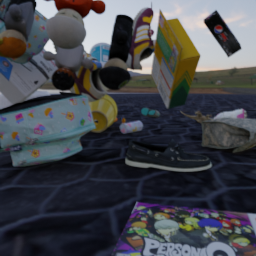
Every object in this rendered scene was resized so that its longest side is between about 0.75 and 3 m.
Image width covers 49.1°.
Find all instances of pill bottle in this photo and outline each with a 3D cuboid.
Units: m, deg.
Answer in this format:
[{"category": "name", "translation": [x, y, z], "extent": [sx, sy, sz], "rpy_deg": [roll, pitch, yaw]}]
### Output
[{"category": "pill bottle", "translation": [-1.163, -2.758, 12.789], "extent": [1.288, 1.288, 2.325], "rpy_deg": [-1, 49, -4]}]

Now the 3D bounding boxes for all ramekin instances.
[{"category": "ramekin", "translation": [-5.569, -1.223, 15.292], "extent": [2.942, 1.544, 2.942], "rpy_deg": [0, 10, 0]}]

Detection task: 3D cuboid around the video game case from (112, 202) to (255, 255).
[{"category": "video game case", "translation": [0.815, 1.419, 3.236], "extent": [1.833, 0.328, 1.661], "rpy_deg": [2, 10, 14]}]

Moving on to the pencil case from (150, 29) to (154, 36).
[{"category": "pencil case", "translation": [0.734, -4.240, 12.174], "extent": [0.382, 0.399, 0.922], "rpy_deg": [-24, 46, -22]}]

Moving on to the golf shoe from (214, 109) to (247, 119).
[{"category": "golf shoe", "translation": [4.101, -0.183, 11.257], "extent": [1.280, 1.053, 2.796], "rpy_deg": [-7, 0, 17]}]

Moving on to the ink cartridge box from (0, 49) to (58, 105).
[{"category": "ink cartridge box", "translation": [-3.830, -2.129, 10.346], "extent": [0.957, 1.643, 2.272], "rpy_deg": [-27, 21, 41]}]

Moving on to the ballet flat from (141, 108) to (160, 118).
[{"category": "ballet flat", "translation": [1.334, -0.853, 16.694], "extent": [0.482, 0.510, 1.513], "rpy_deg": [26, -4, -31]}]

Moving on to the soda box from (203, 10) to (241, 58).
[{"category": "soda box", "translation": [3.234, -3.213, 9.589], "extent": [0.548, 1.549, 0.491], "rpy_deg": [-32, 21, 31]}]

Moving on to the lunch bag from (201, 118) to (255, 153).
[{"category": "lunch bag", "translation": [3.350, 0.193, 8.557], "extent": [1.388, 0.995, 1.692], "rpy_deg": [-7, 7, -38]}]

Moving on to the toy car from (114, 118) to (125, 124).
[{"category": "toy car", "translation": [-0.477, -0.447, 14.320], "extent": [1.017, 0.338, 0.499], "rpy_deg": [5, 11, 31]}]

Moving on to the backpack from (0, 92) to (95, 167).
[{"category": "backpack", "translation": [-1.974, -0.013, 7.102], "extent": [2.241, 1.718, 1.970], "rpy_deg": [-20, 0, 17]}]

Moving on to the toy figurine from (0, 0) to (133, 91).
[{"category": "toy figurine", "translation": [-1.529, -2.246, 7.269], "extent": [2.951, 2.085, 2.997], "rpy_deg": [-3, -20, 29]}]

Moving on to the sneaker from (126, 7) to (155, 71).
[{"category": "sneaker", "translation": [0.499, -2.823, 9.029], "extent": [1.032, 2.290, 0.858], "rpy_deg": [24, -13, 14]}]

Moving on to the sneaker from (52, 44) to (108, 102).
[{"category": "sneaker", "translation": [-1.559, -2.324, 9.609], "extent": [1.309, 2.906, 1.089], "rpy_deg": [-10, 17, 30]}]

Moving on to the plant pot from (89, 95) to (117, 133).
[{"category": "plant pot", "translation": [-1.265, -0.528, 11.853], "extent": [1.520, 1.520, 1.430], "rpy_deg": [0, 25, 3]}]

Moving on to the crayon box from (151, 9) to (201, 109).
[{"category": "crayon box", "translation": [1.413, -2.085, 8.753], "extent": [0.699, 1.704, 2.711], "rpy_deg": [-14, -30, -9]}]

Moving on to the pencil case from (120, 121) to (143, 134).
[{"category": "pencil case", "translation": [0.135, -0.038, 11.564], "extent": [1.004, 0.417, 0.455], "rpy_deg": [-11, 40, -43]}]

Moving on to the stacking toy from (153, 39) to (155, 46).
[{"category": "stacking toy", "translation": [0.599, -3.660, 12.971], "extent": [2.071, 1.513, 1.513], "rpy_deg": [-15, 13, -14]}]

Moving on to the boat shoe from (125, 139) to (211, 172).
[{"category": "boat shoe", "translation": [0.967, 0.611, 6.904], "extent": [2.108, 0.699, 0.788], "rpy_deg": [3, 10, 20]}]

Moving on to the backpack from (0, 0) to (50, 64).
[{"category": "backpack", "translation": [-3.425, -2.966, 8.812], "extent": [1.421, 1.854, 1.630], "rpy_deg": [37, 4, 29]}]

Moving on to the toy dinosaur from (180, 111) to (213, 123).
[{"category": "toy dinosaur", "translation": [3.687, -0.487, 14.414], "extent": [2.158, 0.628, 1.091], "rpy_deg": [10, -4, 13]}]
